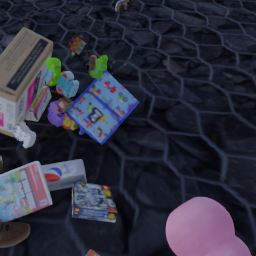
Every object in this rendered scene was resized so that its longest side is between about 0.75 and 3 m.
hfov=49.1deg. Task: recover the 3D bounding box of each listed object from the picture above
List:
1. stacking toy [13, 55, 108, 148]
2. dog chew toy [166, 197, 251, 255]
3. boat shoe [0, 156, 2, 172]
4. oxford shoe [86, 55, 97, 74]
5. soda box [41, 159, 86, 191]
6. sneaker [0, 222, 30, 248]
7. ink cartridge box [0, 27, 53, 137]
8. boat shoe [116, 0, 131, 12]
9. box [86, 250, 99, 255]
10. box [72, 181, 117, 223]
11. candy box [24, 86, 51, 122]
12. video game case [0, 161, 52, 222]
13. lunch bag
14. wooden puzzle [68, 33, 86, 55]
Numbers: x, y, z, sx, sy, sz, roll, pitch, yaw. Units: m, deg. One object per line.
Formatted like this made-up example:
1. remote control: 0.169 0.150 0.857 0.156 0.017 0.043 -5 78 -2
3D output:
1. stacking toy: -1.775 -0.790 7.470 0.634 2.696 2.033 40 31 15
2. dog chew toy: 1.780 2.594 5.691 1.424 1.424 2.286 -22 62 -19
3. boat shoe: -4.251 1.416 7.127 2.221 0.810 0.699 -38 16 -15
4. oxford shoe: -1.193 -2.071 9.080 0.389 0.381 1.072 -9 36 -11
5. soda box: -1.941 1.292 7.374 1.600 0.546 0.507 -8 48 -8
6. sneaker: -3.033 2.393 6.354 1.497 0.565 0.527 -8 48 -7
7. ink cartridge box: -2.947 -1.117 7.499 0.892 2.374 1.956 26 59 -11
8. boat shoe: -0.240 -6.295 14.365 0.443 0.442 1.224 20 51 15
9. box: -0.394 3.323 5.331 1.613 0.786 1.003 27 50 23
10. box: -0.822 1.688 6.543 0.937 0.273 1.369 12 9 -14
11. candy box: -3.620 -0.930 9.298 1.750 0.534 1.193 9 53 8
12. video game case: -2.758 1.606 6.804 1.577 0.138 1.128 -21 79 -3
13. lunch bag: -0.881 -0.528 8.571 1.467 0.916 1.948 43 65 -8
14. wooden puzzle: -2.067 -3.351 11.296 0.539 0.908 0.064 30 14 -22
